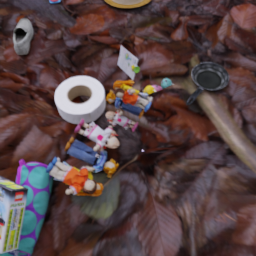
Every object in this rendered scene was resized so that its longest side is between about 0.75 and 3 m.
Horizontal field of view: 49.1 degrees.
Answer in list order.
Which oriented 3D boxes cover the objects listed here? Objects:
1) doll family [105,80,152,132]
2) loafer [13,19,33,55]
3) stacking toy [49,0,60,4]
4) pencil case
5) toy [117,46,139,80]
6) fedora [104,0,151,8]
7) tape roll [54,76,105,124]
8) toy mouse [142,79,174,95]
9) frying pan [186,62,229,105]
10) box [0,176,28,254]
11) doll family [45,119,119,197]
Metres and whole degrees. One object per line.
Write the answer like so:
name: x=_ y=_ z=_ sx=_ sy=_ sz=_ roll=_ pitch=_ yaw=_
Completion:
doll family: x=-0.048 y=-0.719 z=7.796 sx=1.139 sy=1.835 sz=0.827 roll=26 pitch=57 yaw=-3
loafer: x=-4.208 y=-3.766 z=11.183 sx=0.686 sy=0.684 sz=1.962 roll=-7 pitch=57 yaw=-5
stacking toy: x=-3.381 y=-6.099 z=12.601 sx=0.493 sy=0.850 sz=0.467 roll=-12 pitch=58 yaw=-8
pencil case: x=-2.664 y=2.070 z=7.179 sx=1.076 sy=0.991 sz=2.329 roll=32 pitch=49 yaw=-31
toy: x=0.048 y=-1.962 z=8.394 sx=0.265 sy=0.645 sz=1.121 roll=-4 pitch=36 yaw=-26
fedora: x=-0.017 y=-6.448 z=12.745 sx=2.456 sy=1.002 sz=2.456 roll=0 pitch=57 yaw=-1
tape roll: x=-1.590 y=-0.945 z=9.416 sx=1.667 sy=0.583 sz=1.667 roll=0 pitch=56 yaw=0
toy mouse: x=0.842 y=-1.156 z=7.910 sx=1.115 sy=1.255 sz=0.243 roll=-25 pitch=94 yaw=-25
frying pan: x=2.841 y=-1.474 z=9.902 sx=1.334 sy=0.359 sz=2.206 roll=12 pitch=60 yaw=8
box: x=-3.323 y=1.737 z=6.490 sx=2.441 sy=0.424 sz=1.343 roll=10 pitch=90 yaw=35
doll family: x=-1.121 y=1.006 z=7.800 sx=1.565 sy=1.136 sz=2.521 roll=29 pitch=47 yaw=-2
